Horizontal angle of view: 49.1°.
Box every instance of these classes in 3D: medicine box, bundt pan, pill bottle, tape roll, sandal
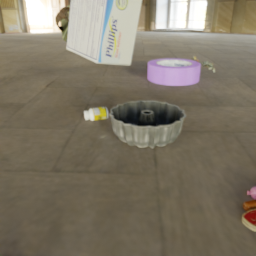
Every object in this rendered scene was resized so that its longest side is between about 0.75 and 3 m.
[{"bbox_3d":[-0.717,-2.784,7.392,1.046,1.851,2.032,-4,25,-35],"label":"medicine box"},{"bbox_3d":[0.597,-0.094,8.991,2.417,0.907,2.417,1,23,0],"label":"bundt pan"},{"bbox_3d":[-1.200,-0.511,10.478,0.834,0.467,0.467,-9,25,-18],"label":"pill bottle"},{"bbox_3d":[2.600,-3.245,16.068,2.965,0.973,2.965,-1,24,0],"label":"tape roll"},{"bbox_3d":[-2.253,-3.845,9.969,0.756,1.052,2.649,30,17,-34],"label":"sandal"}]

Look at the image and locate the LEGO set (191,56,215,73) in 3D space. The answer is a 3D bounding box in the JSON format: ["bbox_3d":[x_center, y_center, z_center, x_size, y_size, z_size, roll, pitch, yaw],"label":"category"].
[{"bbox_3d":[3.164,-2.706,11.567,1.089,0.309,0.707,31,22,-2],"label":"LEGO set"}]

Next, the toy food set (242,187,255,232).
[{"bbox_3d":[2.945,1.671,5.824,1.786,0.281,1.135,-29,36,-35],"label":"toy food set"}]
